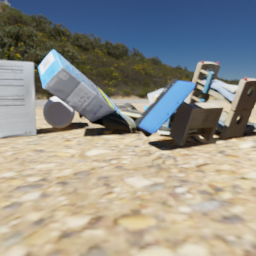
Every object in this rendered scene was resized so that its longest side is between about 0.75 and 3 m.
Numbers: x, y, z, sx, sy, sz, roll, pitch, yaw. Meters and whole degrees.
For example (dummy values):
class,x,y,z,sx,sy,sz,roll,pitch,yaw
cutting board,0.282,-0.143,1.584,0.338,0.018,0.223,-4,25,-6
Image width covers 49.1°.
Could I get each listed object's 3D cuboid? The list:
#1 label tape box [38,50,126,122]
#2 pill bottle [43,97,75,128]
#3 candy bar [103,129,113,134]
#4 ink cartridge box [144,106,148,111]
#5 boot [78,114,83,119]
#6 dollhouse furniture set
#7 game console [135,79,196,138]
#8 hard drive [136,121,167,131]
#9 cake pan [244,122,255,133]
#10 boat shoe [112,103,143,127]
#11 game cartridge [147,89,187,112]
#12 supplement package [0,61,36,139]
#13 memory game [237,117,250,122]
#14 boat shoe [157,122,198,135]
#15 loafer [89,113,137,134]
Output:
class,x,y,z,sx,sy,sz,roll,pitch,yaw
label tape box,-1.526,-1.133,9.206,2.763,0.913,1.980,41,7,-35
pill bottle,-2.792,-0.657,11.374,1.255,1.255,2.255,-1,7,-11
candy bar,-0.683,0.109,10.035,0.231,0.103,0.928,1,7,8
ink cartridge box,1.373,-0.529,12.045,1.147,0.838,0.842,6,10,40
boot,-2.369,-0.714,15.070,0.350,0.913,0.709,9,48,15
dollhouse furniture set,2.232,-0.888,8.491,2.720,1.906,1.917,-5,29,-33
game console,1.058,-0.385,7.278,0.957,1.617,1.380,39,-6,34
hard drive,0.385,-0.229,11.326,2.244,0.425,1.568,6,9,39
cake pan,4.122,-0.015,9.976,0.923,0.169,0.923,-13,9,2
boat shoe,-0.035,-0.559,10.294,2.264,0.744,0.809,7,-27,44
game cartridge,1.673,-1.155,11.130,1.662,0.518,2.496,-23,20,7
supplement package,-3.933,-0.946,9.230,1.304,2.381,1.354,-6,10,-40
memory game,4.070,-0.588,12.793,2.924,0.186,2.924,11,8,-1
boat shoe,1.918,-0.181,9.716,2.409,0.725,0.859,-7,13,-42
loafer,-0.575,-0.131,9.813,1.845,0.694,0.643,16,51,24
